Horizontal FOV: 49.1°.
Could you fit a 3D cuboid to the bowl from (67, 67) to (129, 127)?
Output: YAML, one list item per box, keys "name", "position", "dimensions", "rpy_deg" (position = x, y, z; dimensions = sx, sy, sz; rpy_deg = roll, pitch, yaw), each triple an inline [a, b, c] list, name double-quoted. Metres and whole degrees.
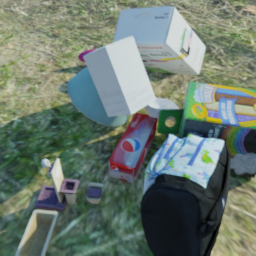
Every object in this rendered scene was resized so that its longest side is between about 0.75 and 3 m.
- name: "bowl"
  position: [-0.640, -1.255, 8.797]
  dimensions: [2.261, 1.183, 2.261]
  rpy_deg: [26, 37, -21]

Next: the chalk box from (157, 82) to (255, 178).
- name: "chalk box"
  position: [2.244, -0.047, 7.723]
  dimensions: [2.803, 1.749, 1.737]
  rpy_deg: [11, 43, 11]

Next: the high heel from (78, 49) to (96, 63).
- name: "high heel"
  position: [-1.093, -2.742, 11.582]
  dimensions: [2.000, 0.673, 0.959]
  rpy_deg: [10, 30, -9]

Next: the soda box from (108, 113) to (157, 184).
- name: "soda box"
  position: [0.195, 0.487, 7.923]
  dimensions: [0.754, 0.683, 2.154]
  rpy_deg: [13, 44, 15]

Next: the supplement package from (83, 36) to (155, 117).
- name: "supplement package"
  position: [-0.214, -1.299, 7.306]
  dimensions: [1.029, 1.754, 1.025]
  rpy_deg: [-33, 20, -35]

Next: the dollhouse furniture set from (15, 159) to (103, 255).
- name: "dollhouse furniture set"
  position: [-1.508, 1.714, 5.970]
  dimensions: [1.608, 1.440, 2.029]
  rpy_deg: [4, 42, 5]

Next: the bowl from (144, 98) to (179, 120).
- name: "bowl"
  position: [0.912, -0.561, 8.191]
  dimensions: [1.009, 0.377, 1.010]
  rpy_deg: [8, 25, -15]

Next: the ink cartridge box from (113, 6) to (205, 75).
- name: "ink cartridge box"
  position: [1.041, -2.616, 8.796]
  dimensions: [1.856, 1.076, 2.563]
  rpy_deg: [13, -3, 35]

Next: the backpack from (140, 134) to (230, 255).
- name: "backpack"
  position: [1.288, 1.251, 6.021]
  dimensions: [2.161, 2.293, 2.811]
  rpy_deg: [15, 36, 36]
